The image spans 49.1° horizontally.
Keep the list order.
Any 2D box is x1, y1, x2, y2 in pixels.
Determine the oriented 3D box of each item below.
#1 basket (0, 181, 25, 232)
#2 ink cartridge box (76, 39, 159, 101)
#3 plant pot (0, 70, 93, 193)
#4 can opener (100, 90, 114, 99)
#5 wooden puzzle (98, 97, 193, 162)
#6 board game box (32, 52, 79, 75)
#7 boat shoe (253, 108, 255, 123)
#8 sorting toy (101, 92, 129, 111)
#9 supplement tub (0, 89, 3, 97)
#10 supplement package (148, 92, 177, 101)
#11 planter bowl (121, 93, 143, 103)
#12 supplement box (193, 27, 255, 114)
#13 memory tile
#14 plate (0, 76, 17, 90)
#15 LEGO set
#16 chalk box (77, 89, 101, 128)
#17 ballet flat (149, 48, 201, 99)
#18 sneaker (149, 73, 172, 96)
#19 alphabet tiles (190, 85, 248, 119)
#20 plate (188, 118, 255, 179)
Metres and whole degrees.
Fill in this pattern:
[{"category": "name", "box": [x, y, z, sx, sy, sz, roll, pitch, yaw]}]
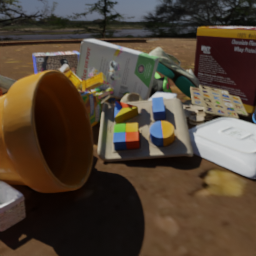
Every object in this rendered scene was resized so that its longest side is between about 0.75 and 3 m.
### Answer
[{"category": "basket", "box": [-2.248, 1.366, 4.924, 0.810, 0.499, 0.549, 15, 27, 35]}, {"category": "ink cartridge box", "box": [-0.444, -2.021, 10.613, 2.783, 2.022, 1.218, 16, 21, 8]}, {"category": "plant pot", "box": [-2.173, 0.217, 5.775, 2.155, 2.354, 2.354, -11, 19, 15]}, {"category": "can opener", "box": [-1.216, -1.250, 10.185, 1.373, 0.362, 0.456, 7, 1, 13]}, {"category": "wooden puzzle", "box": [0.426, -0.122, 7.484, 2.361, 0.547, 2.187, -2, 43, 2]}, {"category": "board game box", "box": [-3.356, -2.716, 13.504, 2.144, 1.709, 1.038, -10, 25, -22]}, {"category": "boat shoe", "box": [4.865, -0.232, 8.328, 1.145, 0.934, 2.721, -13, 25, -29]}, {"category": "sorting toy", "box": [-0.585, -0.831, 9.913, 0.706, 0.248, 1.465, 3, -26, -43]}, {"category": "supplement tub", "box": [-5.898, -1.476, 11.620, 1.335, 0.818, 0.818, 12, 25, 28]}, {"category": "supplement package", "box": [1.098, -0.566, 9.115, 0.678, 0.952, 1.222, 10, 24, 17]}, {"category": "planter bowl", "box": [0.147, -0.785, 8.903, 0.814, 0.548, 0.814, 3, 65, -6]}, {"category": "supplement box", "box": [4.389, -2.485, 11.246, 1.951, 2.938, 2.898, -17, 27, -36]}, {"category": "memory tile", "box": [2.439, -0.616, 10.328, 1.646, 0.180, 2.147, 18, 27, 37]}, {"category": "plate", "box": [-5.402, -1.940, 12.246, 2.552, 0.412, 2.546, 15, -2, 34]}, {"category": "LEGO set", "box": [-1.192, -1.405, 8.618, 2.165, 0.996, 0.806, 2, -18, 29]}, {"category": "chalk box", "box": [-1.581, -0.669, 9.150, 1.139, 1.145, 1.840, 8, 25, 19]}, {"category": "ballet flat", "box": [2.135, -2.280, 11.580, 0.917, 2.942, 0.992, -54, 4, -21]}, {"category": "sneaker", "box": [1.076, -1.703, 12.193, 1.222, 1.120, 2.918, -21, 21, -6]}, {"category": "alphabet tiles", "box": [3.116, -0.949, 9.823, 1.841, 0.070, 2.213, 12, 31, 2]}, {"category": "plate", "box": [2.940, 0.308, 7.686, 2.630, 0.426, 2.636, -16, 27, -35]}]
